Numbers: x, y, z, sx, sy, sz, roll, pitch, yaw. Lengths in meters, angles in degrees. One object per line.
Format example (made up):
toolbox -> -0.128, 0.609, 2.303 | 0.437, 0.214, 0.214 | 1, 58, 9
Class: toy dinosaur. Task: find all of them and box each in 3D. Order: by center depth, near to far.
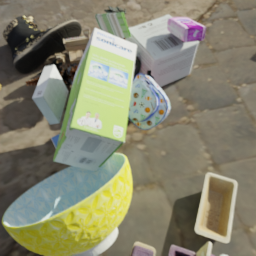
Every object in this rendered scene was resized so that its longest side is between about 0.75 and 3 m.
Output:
toy dinosaur -> -2.241, -1.600, 9.356 | 2.280, 1.547, 1.165 | -29, 102, 10
toy dinosaur -> -0.263, -3.638, 10.831 | 2.388, 1.220, 1.621 | -13, 70, -30

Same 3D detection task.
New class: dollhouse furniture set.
dollhouse furniture set -> 1.509, 1.982, 6.292 | 2.310, 2.069, 2.916 | 16, 58, 11
dollhouse furniture set -> -2.011, -3.030, 9.776 | 1.419, 1.664, 0.812 | -10, 72, -5

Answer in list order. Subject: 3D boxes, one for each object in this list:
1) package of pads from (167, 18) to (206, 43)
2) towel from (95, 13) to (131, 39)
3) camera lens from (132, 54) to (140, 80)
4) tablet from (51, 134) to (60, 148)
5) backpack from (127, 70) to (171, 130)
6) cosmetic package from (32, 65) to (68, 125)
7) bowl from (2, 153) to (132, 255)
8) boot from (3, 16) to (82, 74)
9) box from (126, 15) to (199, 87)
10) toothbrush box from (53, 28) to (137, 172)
package of pads -> 1.744, -3.012, 8.537 | 0.723, 0.454, 1.199 | -11, 38, -15
towel -> -0.464, -3.193, 8.752 | 1.120, 0.835, 0.172 | 12, 52, 36
camera lens -> -0.270, -2.044, 9.150 | 1.195, 0.956, 0.956 | 24, 59, 32
tablet -> -1.898, 0.338, 8.597 | 0.815, 0.056, 0.530 | -25, 60, -17
backpack -> 0.443, -0.641, 7.518 | 1.337, 1.404, 1.082 | 44, 21, 2
cosmetic package -> -1.946, -0.852, 7.157 | 0.320, 0.935, 1.240 | -10, 46, 14
bowl -> -1.083, 1.953, 6.375 | 2.952, 2.952, 1.588 | -26, 101, -16
boot -> -3.277, -3.467, 10.373 | 2.784, 1.019, 2.096 | -38, 60, 0
box -> 1.073, -2.580, 9.629 | 1.777, 1.530, 1.786 | -25, 59, -17
toothbrush box -> -0.799, -0.602, 6.732 | 1.172, 1.982, 2.722 | 16, 59, -18
